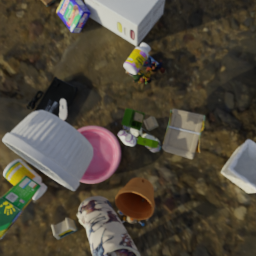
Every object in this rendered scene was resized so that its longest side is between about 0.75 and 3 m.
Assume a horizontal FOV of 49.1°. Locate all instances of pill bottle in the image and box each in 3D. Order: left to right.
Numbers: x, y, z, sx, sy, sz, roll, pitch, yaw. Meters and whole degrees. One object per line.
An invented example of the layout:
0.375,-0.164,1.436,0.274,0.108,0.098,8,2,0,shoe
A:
-4.049,2.078,11.113,1.627,0.917,0.917,38,78,9,pill bottle
0.368,-2.655,10.687,0.603,0.603,1.156,33,82,9,pill bottle

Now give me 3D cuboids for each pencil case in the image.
-0.724,3.141,8.248,1.270,2.839,1.104,-20,113,-15,pencil case

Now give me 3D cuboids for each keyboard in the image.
-3.523,-0.926,12.265,1.639,0.350,2.730,27,75,0,keyboard

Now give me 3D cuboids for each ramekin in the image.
-2.412,0.663,8.955,2.734,2.734,1.435,31,69,8,ramekin

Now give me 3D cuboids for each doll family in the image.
0.864,-2.570,12.508,1.133,0.769,1.961,39,75,15,doll family

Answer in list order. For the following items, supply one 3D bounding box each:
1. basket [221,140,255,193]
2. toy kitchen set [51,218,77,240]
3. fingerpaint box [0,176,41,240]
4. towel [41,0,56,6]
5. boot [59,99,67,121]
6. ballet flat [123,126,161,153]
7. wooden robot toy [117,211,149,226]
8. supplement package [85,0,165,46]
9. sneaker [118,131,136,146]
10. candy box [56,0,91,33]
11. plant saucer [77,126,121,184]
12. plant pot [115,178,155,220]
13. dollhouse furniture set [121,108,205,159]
4.786,1.563,11.086,1.531,1.242,1.544,37,78,10,basket
-1.695,4.413,10.527,1.698,1.248,2.119,-25,56,-6,toy kitchen set
-3.345,2.334,7.933,0.631,1.720,1.435,36,97,-5,fingerpaint box
-3.658,-7.394,14.099,2.504,0.272,1.836,-41,78,-9,towel
-2.509,-0.682,10.966,0.312,0.387,0.857,0,80,0,boot
0.614,0.307,11.745,1.886,0.678,0.678,35,77,10,ballet flat
0.060,3.404,10.829,1.664,0.755,0.733,3,75,0,wooden robot toy
-0.145,-5.712,12.898,2.944,1.633,2.293,34,77,9,supplement package
0.026,0.343,7.824,0.306,0.817,0.407,-38,122,-9,sneaker
-2.564,-5.383,13.044,0.552,1.211,1.433,-18,67,-50,candy box
-1.471,1.116,11.547,2.360,0.598,2.360,0,74,1,plant saucer
0.320,2.248,9.203,1.279,1.279,0.895,23,38,6,plant pot
1.267,0.062,9.714,2.893,1.117,1.446,14,90,27,dollhouse furniture set
